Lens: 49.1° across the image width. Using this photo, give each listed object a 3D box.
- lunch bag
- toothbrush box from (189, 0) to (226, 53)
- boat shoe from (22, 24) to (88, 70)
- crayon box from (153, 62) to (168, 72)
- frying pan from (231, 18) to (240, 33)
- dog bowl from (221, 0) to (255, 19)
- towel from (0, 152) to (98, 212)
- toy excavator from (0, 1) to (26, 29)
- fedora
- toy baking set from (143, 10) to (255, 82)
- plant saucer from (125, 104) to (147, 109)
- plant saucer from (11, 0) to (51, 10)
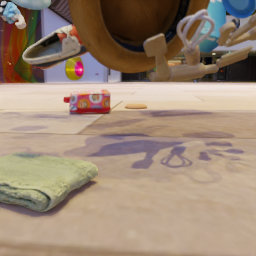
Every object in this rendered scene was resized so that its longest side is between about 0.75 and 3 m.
[{"bbox_3d":[-1.595,-1.060,10.792,1.769,0.823,2.008,-1,11,-8],"label":"lunch bag"},{"bbox_3d":[2.039,-3.888,9.719,2.545,1.863,1.085,6,-14,-21],"label":"toothbrush box"},{"bbox_3d":[-2.033,-2.698,8.874,2.777,0.989,0.869,-22,-11,17],"label":"boat shoe"},{"bbox_3d":[1.094,-2.652,10.607,0.311,1.068,0.634,-7,36,39],"label":"crayon box"},{"bbox_3d":[3.900,-3.602,10.242,0.147,0.902,0.545,2,-12,-18],"label":"frying pan"},{"bbox_3d":[2.238,-3.083,5.730,0.400,1.613,0.899,-40,28,-10],"label":"dog bowl"},{"bbox_3d":[-1.311,0.615,3.579,1.618,0.295,1.200,3,10,22],"label":"towel"},{"bbox_3d":[-3.782,-3.733,9.305,1.010,0.983,0.505,3,-24,15],"label":"toy excavator"},{"bbox_3d":[0.151,-2.580,5.274,3.001,3.001,1.224,-5,37,-25],"label":"fedora"},{"bbox_3d":[1.224,-1.359,4.844,2.571,0.299,1.973,-13,-15,-19],"label":"toy baking set"},{"bbox_3d":[0.337,-0.924,11.890,0.961,0.155,0.961,1,11,0],"label":"plant saucer"},{"bbox_3d":[-2.315,-3.161,6.580,0.991,0.191,0.991,13,50,-16],"label":"plant saucer"}]
